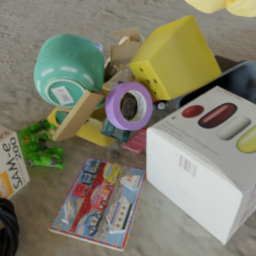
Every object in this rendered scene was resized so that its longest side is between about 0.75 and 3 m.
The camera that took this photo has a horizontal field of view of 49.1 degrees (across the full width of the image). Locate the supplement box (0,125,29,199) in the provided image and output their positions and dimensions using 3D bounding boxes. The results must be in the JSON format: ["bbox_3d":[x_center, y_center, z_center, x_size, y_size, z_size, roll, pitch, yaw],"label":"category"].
[{"bbox_3d":[-4.254,0.589,7.664,2.916,1.838,1.072,22,43,23],"label":"supplement box"}]

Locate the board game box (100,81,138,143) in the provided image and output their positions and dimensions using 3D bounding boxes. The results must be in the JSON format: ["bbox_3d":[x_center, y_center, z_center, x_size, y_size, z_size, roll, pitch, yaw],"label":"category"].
[{"bbox_3d":[-0.163,-0.465,8.790,0.240,1.707,1.155,17,-4,40],"label":"board game box"}]

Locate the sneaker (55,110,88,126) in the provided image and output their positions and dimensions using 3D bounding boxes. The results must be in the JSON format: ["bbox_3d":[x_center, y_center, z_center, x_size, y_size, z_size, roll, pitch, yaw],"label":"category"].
[{"bbox_3d":[-1.872,-0.272,9.156,0.589,0.501,1.346,-1,13,-42],"label":"sneaker"}]

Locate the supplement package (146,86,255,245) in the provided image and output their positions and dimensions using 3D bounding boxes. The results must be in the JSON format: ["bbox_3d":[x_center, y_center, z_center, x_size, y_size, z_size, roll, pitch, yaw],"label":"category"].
[{"bbox_3d":[2.368,0.751,7.274,2.780,2.044,2.658,-31,48,-29],"label":"supplement package"}]

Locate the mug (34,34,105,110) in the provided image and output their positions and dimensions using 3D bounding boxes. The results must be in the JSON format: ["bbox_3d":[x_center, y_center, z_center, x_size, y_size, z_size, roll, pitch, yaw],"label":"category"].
[{"bbox_3d":[-1.551,-1.449,8.409,2.440,2.005,1.509,18,48,-20],"label":"mug"}]

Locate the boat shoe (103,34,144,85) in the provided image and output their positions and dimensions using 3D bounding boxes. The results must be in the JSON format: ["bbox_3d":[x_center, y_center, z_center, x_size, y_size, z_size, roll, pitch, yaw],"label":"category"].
[{"bbox_3d":[-0.316,-2.634,11.001,0.945,2.619,0.851,40,44,-10],"label":"boat shoe"}]

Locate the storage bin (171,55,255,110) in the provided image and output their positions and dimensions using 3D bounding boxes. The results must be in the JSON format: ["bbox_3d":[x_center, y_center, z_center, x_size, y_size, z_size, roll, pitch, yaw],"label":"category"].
[{"bbox_3d":[2.785,-1.215,9.728,2.832,2.061,1.902,-28,33,1],"label":"storage bin"}]

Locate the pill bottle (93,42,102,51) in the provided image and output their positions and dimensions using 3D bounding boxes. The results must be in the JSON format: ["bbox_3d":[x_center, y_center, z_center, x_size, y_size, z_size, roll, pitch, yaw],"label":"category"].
[{"bbox_3d":[-1.676,-3.684,13.745,0.660,0.660,1.178,2,41,2],"label":"pill bottle"}]

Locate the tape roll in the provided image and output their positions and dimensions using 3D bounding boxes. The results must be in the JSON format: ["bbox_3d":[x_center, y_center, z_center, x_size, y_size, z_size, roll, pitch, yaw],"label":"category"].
[{"bbox_3d":[0.033,-0.610,8.004,1.347,1.347,0.442,-27,16,-29],"label":"tape roll"}]

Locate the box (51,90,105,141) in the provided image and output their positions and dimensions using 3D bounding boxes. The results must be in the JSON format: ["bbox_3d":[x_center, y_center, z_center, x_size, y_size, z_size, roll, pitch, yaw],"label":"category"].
[{"bbox_3d":[-1.311,-0.350,7.623,0.169,1.585,1.296,41,11,7],"label":"box"}]

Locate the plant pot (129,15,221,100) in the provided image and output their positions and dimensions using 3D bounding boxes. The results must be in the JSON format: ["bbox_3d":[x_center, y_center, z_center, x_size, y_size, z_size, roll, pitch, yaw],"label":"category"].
[{"bbox_3d":[1.186,-1.850,8.314,1.689,1.915,1.915,-40,21,-14],"label":"plant pot"}]

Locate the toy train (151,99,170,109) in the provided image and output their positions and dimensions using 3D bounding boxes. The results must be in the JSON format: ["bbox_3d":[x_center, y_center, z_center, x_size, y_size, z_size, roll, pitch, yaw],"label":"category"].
[{"bbox_3d":[1.039,-1.556,10.717,0.832,1.113,1.952,-13,39,4],"label":"toy train"}]

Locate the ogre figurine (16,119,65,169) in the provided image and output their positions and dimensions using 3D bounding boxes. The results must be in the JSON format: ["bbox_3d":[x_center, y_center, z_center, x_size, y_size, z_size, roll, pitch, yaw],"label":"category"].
[{"bbox_3d":[-2.685,0.531,8.532,1.102,0.902,1.838,-11,73,-29],"label":"ogre figurine"}]

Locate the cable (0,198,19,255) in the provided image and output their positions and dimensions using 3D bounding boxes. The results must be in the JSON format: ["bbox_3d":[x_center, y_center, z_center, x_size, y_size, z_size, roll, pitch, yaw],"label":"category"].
[{"bbox_3d":[-3.547,2.595,6.163,2.143,0.667,2.627,22,44,24],"label":"cable"}]

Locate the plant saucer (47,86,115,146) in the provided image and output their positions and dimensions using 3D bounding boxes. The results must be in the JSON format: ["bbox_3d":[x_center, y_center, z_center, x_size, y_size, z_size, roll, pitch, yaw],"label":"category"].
[{"bbox_3d":[-1.144,-0.760,10.227,2.703,0.655,2.704,21,44,24],"label":"plant saucer"}]

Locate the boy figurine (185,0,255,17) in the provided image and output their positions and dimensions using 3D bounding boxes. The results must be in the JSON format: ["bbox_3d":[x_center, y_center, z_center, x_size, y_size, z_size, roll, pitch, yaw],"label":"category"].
[{"bbox_3d":[1.680,-2.996,6.017,2.555,0.823,1.589,30,47,29],"label":"boy figurine"}]

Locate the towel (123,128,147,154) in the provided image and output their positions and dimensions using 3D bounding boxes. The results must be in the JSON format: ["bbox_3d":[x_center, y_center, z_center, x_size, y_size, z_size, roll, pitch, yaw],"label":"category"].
[{"bbox_3d":[0.417,0.389,9.101,0.722,0.112,0.999,22,53,41],"label":"towel"}]

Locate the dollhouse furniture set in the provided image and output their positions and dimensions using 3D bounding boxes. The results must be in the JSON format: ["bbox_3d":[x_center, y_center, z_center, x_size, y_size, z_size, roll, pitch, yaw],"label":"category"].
[{"bbox_3d":[0.028,-2.226,10.222,1.053,2.156,1.839,-5,69,6],"label":"dollhouse furniture set"}]

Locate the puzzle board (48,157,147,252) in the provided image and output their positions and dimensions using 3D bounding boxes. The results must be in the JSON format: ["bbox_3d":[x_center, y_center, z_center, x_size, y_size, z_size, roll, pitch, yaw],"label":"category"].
[{"bbox_3d":[-0.672,1.825,7.447,1.906,0.220,2.529,10,41,12],"label":"puzzle board"}]
